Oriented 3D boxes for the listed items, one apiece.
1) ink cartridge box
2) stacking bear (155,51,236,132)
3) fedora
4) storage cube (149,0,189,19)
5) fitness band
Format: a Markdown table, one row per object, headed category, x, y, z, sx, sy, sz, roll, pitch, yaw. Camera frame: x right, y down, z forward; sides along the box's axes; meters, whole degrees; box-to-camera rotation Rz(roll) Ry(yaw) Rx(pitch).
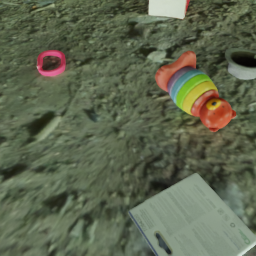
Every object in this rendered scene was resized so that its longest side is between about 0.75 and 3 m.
| category | x | y | z | sx | sy | sz | roll | pitch | yaw |
| --- | --- | --- | --- | --- | --- | --- | --- | --- | --- |
| ink cartridge box | 1.296 | 2.111 | 5.892 | 1.947 | 0.422 | 1.912 | -24 | 51 | -19 |
| stacking bear | 2.040 | -0.912 | 8.113 | 1.394 | 1.305 | 2.295 | -33 | 58 | -4 |
| fedora | 4.034 | -2.171 | 9.783 | 1.490 | 0.673 | 1.318 | 8 | 48 | 4 |
| storage cube | 1.974 | -6.388 | 12.938 | 1.724 | 2.017 | 1.813 | 12 | 54 | 10 |
| fitness band | -2.818 | -2.401 | 10.318 | 0.996 | 0.260 | 1.387 | -5 | 47 | -8 |
